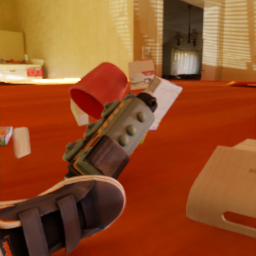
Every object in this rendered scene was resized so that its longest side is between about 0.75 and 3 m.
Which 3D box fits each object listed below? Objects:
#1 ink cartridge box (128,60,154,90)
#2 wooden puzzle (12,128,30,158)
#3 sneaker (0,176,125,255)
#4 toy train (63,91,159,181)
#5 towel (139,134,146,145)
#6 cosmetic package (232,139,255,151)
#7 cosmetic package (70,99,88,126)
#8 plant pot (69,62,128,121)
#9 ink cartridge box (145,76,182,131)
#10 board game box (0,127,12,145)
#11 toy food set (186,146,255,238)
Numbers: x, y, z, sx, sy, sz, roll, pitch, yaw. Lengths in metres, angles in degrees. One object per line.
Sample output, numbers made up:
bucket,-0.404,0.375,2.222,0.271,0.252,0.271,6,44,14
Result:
ink cartridge box,0.464,-1.894,10.096,0.867,0.505,1.197,-7,-19,0
wooden puzzle,-3.198,0.424,8.268,0.210,0.839,0.905,-5,3,3
sneaker,-1.307,1.515,4.208,2.742,1.075,1.089,-14,11,-8
toy train,-0.333,0.237,6.592,2.848,1.213,1.623,-51,19,-29
towel,0.033,0.063,9.927,1.281,0.551,0.116,33,-33,-7
cosmetic package,3.623,0.790,8.329,0.766,0.540,1.479,12,19,40
cosmetic package,-2.273,-0.781,13.029,0.476,0.674,1.302,-14,47,-22
plant pot,-0.978,-1.421,10.512,1.896,1.896,1.678,12,58,41
ink cartridge box,0.939,-0.805,10.061,0.400,1.971,1.967,40,18,25
board game box,-5.202,0.319,10.773,1.192,0.303,1.760,-4,14,-15
toy food set,2.670,1.298,6.001,2.015,0.848,2.808,8,24,29
